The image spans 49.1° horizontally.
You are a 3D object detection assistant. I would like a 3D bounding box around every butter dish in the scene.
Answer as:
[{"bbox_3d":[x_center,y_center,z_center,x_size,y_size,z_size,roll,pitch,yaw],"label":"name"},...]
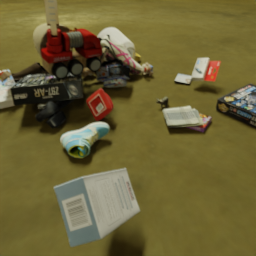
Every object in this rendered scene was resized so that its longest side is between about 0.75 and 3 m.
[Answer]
[{"bbox_3d":[-0.821,-0.769,9.263,0.631,0.854,0.851,-14,73,-55],"label":"butter dish"}]

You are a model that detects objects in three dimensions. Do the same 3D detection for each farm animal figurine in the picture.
[{"bbox_3d":[-1.813,-2.751,11.723,2.083,2.580,1.297,23,76,5],"label":"farm animal figurine"}]

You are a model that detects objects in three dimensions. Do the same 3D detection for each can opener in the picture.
[{"bbox_3d":[-2.448,-0.709,9.680,0.713,0.885,2.250,-19,21,19],"label":"can opener"}]

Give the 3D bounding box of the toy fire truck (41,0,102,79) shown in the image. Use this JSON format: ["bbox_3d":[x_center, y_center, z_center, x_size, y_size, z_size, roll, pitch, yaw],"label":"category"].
[{"bbox_3d":[-1.959,-3.013,9.259,1.947,2.212,1.423,-19,44,-30],"label":"toy fire truck"}]

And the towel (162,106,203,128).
[{"bbox_3d":[1.779,-0.373,9.184,1.160,0.200,1.117,-3,31,-1],"label":"towel"}]

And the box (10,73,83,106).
[{"bbox_3d":[-2.815,-1.568,10.299,2.255,0.613,2.815,-8,20,-8],"label":"box"}]

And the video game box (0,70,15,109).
[{"bbox_3d":[-5.108,-1.346,10.367,1.846,0.432,1.682,-17,58,-25],"label":"video game box"}]

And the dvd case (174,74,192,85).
[{"bbox_3d":[2.452,-2.147,12.364,0.677,0.083,0.948,13,33,14],"label":"dvd case"}]

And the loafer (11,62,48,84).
[{"bbox_3d":[-3.951,-2.351,11.910,2.650,0.945,0.967,-13,35,-20],"label":"loafer"}]

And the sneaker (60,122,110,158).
[{"bbox_3d":[-1.099,0.398,7.928,1.483,0.590,0.968,-21,35,-15],"label":"sneaker"}]

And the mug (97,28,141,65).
[{"bbox_3d":[-0.350,-3.925,13.879,2.090,1.674,1.716,-27,48,-26],"label":"mug"}]

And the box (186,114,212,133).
[{"bbox_3d":[2.337,-0.190,9.217,0.585,0.167,0.855,18,36,26],"label":"box"}]

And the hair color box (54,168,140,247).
[{"bbox_3d":[-0.427,1.244,4.770,0.549,0.896,1.810,-22,-11,17],"label":"hair color box"}]

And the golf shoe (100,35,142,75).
[{"bbox_3d":[-0.240,-3.205,12.408,2.286,1.053,0.830,29,-7,-22],"label":"golf shoe"}]

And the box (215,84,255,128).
[{"bbox_3d":[4.572,-0.752,9.788,2.110,0.524,2.094,-24,39,-32],"label":"box"}]

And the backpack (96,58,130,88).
[{"bbox_3d":[-0.643,-2.143,11.366,1.289,1.042,1.353,3,-1,15],"label":"backpack"}]

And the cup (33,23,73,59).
[{"bbox_3d":[-3.201,-3.595,11.466,1.643,1.643,1.175,-27,53,-36],"label":"cup"}]

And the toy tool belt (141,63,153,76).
[{"bbox_3d":[0.945,-2.651,12.724,0.551,0.560,0.897,7,16,-11],"label":"toy tool belt"}]

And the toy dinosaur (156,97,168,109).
[{"bbox_3d":[1.349,-0.967,10.243,0.298,0.396,0.775,27,42,36],"label":"toy dinosaur"}]

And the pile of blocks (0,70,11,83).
[{"bbox_3d":[-4.459,-1.859,9.990,0.393,0.297,0.956,-47,18,2],"label":"pile of blocks"}]

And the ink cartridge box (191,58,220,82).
[{"bbox_3d":[3.187,-2.397,11.487,0.935,0.237,1.061,7,64,33],"label":"ink cartridge box"}]

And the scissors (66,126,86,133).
[{"bbox_3d":[-1.617,0.116,8.863,0.775,0.054,0.284,-20,35,-30],"label":"scissors"}]
